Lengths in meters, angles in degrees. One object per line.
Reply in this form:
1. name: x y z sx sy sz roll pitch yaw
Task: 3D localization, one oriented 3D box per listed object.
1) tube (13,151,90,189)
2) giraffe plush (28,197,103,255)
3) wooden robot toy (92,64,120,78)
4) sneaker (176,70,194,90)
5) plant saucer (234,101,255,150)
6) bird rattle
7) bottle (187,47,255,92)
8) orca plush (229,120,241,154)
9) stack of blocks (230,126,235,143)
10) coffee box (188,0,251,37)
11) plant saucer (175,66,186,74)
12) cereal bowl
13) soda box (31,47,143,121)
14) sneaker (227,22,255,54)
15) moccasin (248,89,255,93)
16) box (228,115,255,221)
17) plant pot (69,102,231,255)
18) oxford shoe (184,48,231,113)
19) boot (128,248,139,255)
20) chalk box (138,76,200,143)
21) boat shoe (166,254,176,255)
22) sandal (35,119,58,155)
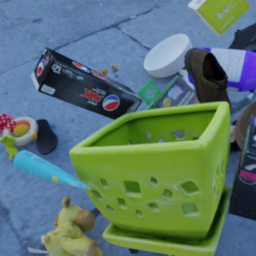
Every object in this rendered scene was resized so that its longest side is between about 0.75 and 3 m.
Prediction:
1. tube: -1.526 0.866 5.473 1.617 0.626 0.407 16 86 26
2. giraffe plush: -1.524 2.872 7.736 1.900 1.639 1.540 21 39 -5
3. wooden robot toy: -1.041 -1.629 8.983 1.673 0.759 0.737 -41 41 18
4. sneaker: 2.683 -2.129 12.405 0.731 0.574 1.472 -10 52 -12
5. plant saucer: 4.351 -0.052 8.331 2.357 0.347 2.357 -20 52 27
6. bird rattle: -4.108 0.167 10.309 1.583 1.093 1.941 -18 41 -8
7. bottle: 3.253 -1.658 8.204 2.859 0.933 1.194 11 79 22
8. orca plush: 4.324 0.034 10.281 2.970 1.056 1.563 -12 52 -9
9. stack of blocks: 3.422 0.286 10.144 0.589 1.023 0.299 -42 105 -32
10. coffee box: 3.072 -4.147 9.565 1.309 1.307 1.295 38 21 -20
11. plant saucer: 2.571 -3.012 13.333 1.284 0.235 1.284 0 51 0
12. cereal bowl: 1.893 -3.084 12.597 2.275 0.947 2.275 -29 35 23
13. soda box: -1.049 -1.056 7.611 2.861 0.906 1.012 21 19 -37
14. sneaker: 3.465 -2.629 8.687 0.508 1.693 0.883 -6 88 -33
15. moccasin: 4.672 -1.644 10.411 0.297 0.870 0.350 22 48 11
16. box: 3.138 1.024 6.159 1.391 2.276 1.207 12 46 20
17. plant pot: 0.846 1.123 6.420 2.892 2.637 2.906 -5 16 28
18. oxford shoe: 2.263 -1.075 7.428 0.797 2.194 0.926 -40 25 -7
19. boot: 0.737 2.451 8.391 1.791 0.902 2.396 -3 50 -3
20. chalk box: 1.490 -0.492 9.757 2.687 1.663 1.672 41 59 2
21. boat shoe: 2.033 2.696 7.921 1.049 0.991 2.915 37 58 -25
22. sandal: -3.085 0.372 10.479 0.779 0.468 2.075 -13 37 -18
